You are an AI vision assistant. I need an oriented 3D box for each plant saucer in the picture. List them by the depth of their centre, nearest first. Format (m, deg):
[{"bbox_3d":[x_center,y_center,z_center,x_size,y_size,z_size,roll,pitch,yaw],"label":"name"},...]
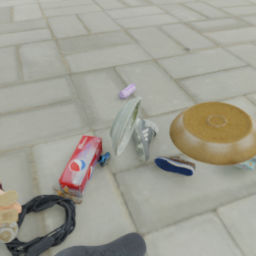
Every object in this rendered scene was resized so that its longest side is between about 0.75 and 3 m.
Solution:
[{"bbox_3d":[2.391,-0.037,7.653,2.517,0.446,2.517,-4,40,3],"label":"plant saucer"},{"bbox_3d":[-0.141,-0.110,8.443,0.481,1.916,1.916,23,45,8],"label":"plant saucer"}]

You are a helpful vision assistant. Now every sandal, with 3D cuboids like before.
[{"bbox_3d":[-0.757,3.476,7.230,2.609,0.559,0.992,-5,54,-20],"label":"sandal"}]

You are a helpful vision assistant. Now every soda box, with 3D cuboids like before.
[{"bbox_3d":[-1.557,1.245,9.617,0.781,0.707,2.230,8,42,10],"label":"soda box"}]

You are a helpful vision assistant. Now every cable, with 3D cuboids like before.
[{"bbox_3d":[-2.530,2.731,8.123,2.144,0.545,1.750,-31,45,-24],"label":"cable"}]

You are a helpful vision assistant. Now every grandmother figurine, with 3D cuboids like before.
[{"bbox_3d":[-3.281,1.901,7.171,0.638,1.278,2.107,11,-7,-33],"label":"grandmother figurine"}]

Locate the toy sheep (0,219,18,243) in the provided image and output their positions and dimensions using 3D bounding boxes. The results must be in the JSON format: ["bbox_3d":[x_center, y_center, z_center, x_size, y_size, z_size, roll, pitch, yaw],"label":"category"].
[{"bbox_3d":[-3.224,2.717,7.473,0.611,0.611,0.886,-12,12,-14],"label":"toy sheep"}]

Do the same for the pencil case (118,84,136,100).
[{"bbox_3d":[-0.049,-1.721,13.252,0.410,0.418,0.978,26,47,26],"label":"pencil case"}]

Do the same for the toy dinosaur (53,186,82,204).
[{"bbox_3d":[-2.054,2.097,8.821,1.253,0.666,0.379,25,57,18],"label":"toy dinosaur"}]

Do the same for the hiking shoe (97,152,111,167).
[{"bbox_3d":[-0.856,1.059,10.012,0.286,0.333,0.768,-35,16,27],"label":"hiking shoe"}]

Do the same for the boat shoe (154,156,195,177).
[{"bbox_3d":[1.627,1.266,9.744,1.455,0.526,0.527,18,37,24],"label":"boat shoe"}]

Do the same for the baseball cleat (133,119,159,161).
[{"bbox_3d":[0.732,0.350,10.641,1.139,0.746,2.140,0,46,-15],"label":"baseball cleat"}]

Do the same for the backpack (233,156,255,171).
[{"bbox_3d":[3.982,0.848,9.603,1.428,1.095,1.256,11,0,-21],"label":"backpack"}]
